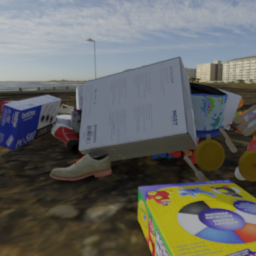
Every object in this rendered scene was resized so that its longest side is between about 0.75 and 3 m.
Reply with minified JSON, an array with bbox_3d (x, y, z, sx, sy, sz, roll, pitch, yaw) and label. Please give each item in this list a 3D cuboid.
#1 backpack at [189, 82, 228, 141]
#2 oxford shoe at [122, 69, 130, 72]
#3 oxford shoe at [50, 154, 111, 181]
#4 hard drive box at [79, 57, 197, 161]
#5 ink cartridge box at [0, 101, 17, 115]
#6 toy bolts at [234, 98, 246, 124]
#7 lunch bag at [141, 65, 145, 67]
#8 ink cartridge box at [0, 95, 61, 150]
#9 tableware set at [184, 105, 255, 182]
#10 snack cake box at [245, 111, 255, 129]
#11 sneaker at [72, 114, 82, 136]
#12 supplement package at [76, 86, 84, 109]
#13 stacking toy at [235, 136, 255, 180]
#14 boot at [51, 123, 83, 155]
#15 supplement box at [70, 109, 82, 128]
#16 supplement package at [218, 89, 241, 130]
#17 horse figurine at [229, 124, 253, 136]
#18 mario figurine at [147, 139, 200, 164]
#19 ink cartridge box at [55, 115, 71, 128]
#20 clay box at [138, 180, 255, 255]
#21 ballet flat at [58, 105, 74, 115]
[{"bbox_3d":[1.479,-0.421,8.785,2.955,2.171,2.704,11,14,32],"label":"backpack"},{"bbox_3d":[0.209,-1.612,8.379,0.801,0.231,0.301,0,-16,-14],"label":"oxford shoe"},{"bbox_3d":[-1.061,0.862,6.342,1.415,0.522,0.501,-5,11,-28],"label":"oxford shoe"},{"bbox_3d":[0.212,-0.373,6.946,2.629,2.049,1.010,-10,-28,21],"label":"hard drive box"},{"bbox_3d":[-4.579,-0.552,12.150,1.664,1.212,0.689,1,5,13],"label":"ink cartridge box"},{"bbox_3d":[5.138,-0.727,13.611,1.460,1.394,1.012,-17,14,10],"label":"toy bolts"},{"bbox_3d":[1.155,-1.191,11.139,2.699,2.163,1.020,34,-4,-25],"label":"lunch bag"},{"bbox_3d":[-3.383,-0.300,9.913,0.644,1.369,2.911,19,15,6],"label":"ink cartridge box"},{"bbox_3d":[2.056,0.536,5.408,1.893,1.275,0.290,-36,3,-8],"label":"tableware set"},{"bbox_3d":[6.070,-0.239,11.258,2.367,0.795,1.361,1,10,-27],"label":"snack cake box"},{"bbox_3d":[-0.859,0.103,9.357,1.097,1.043,2.768,-36,-20,31],"label":"sneaker"},{"bbox_3d":[-1.214,-1.229,12.991,2.294,1.341,1.345,-4,0,-14],"label":"supplement package"},{"bbox_3d":[2.769,0.652,5.991,1.238,0.904,0.904,-41,19,-7],"label":"stacking toy"},{"bbox_3d":[-1.486,0.490,8.746,1.194,0.599,1.654,39,9,28],"label":"boot"},{"bbox_3d":[-1.549,-0.317,11.742,1.666,0.907,0.507,-3,12,-18],"label":"supplement box"},{"bbox_3d":[3.746,-1.054,13.160,1.623,1.563,2.853,16,9,-6],"label":"supplement package"},{"bbox_3d":[4.554,0.119,11.051,1.106,0.276,0.733,13,9,-4],"label":"horse figurine"},{"bbox_3d":[1.289,0.499,7.501,1.511,0.801,0.933,-3,32,12],"label":"mario figurine"},{"bbox_3d":[-2.719,-0.231,12.436,1.291,0.535,0.948,8,13,39],"label":"ink cartridge box"},{"bbox_3d":[1.115,1.372,3.145,1.550,0.642,2.698,-3,10,-10],"label":"clay box"},{"bbox_3d":[-4.178,-1.132,17.286,1.902,0.661,0.661,3,11,19],"label":"ballet flat"}]
